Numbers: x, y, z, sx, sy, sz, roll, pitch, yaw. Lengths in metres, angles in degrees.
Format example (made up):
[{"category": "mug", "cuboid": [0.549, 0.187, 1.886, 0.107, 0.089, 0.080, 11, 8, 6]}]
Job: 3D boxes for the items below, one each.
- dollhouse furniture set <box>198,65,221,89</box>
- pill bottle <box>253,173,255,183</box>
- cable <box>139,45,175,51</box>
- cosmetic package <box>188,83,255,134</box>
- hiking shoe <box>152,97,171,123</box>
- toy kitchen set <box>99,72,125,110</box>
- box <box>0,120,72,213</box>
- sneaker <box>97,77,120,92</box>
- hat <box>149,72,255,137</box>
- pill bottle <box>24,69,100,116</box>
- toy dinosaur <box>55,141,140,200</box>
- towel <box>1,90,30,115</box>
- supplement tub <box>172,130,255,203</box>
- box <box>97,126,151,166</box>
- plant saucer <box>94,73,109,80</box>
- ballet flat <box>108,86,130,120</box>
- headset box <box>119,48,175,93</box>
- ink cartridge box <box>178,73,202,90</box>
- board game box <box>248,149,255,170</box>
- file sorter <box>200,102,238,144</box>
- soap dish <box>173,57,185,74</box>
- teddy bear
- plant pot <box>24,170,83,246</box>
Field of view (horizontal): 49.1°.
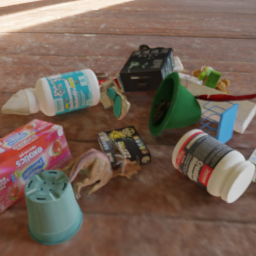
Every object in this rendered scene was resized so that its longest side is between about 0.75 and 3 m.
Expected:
[{"category": "dollhouse furniture set", "cuboid": [3.628, -2.392, 12.091, 0.925, 0.714, 1.851, 22, 36, 5]}, {"category": "pill bottle", "cuboid": [4.222, 1.521, 8.101, 1.019, 0.576, 0.576, 26, 43, 30]}, {"category": "cable", "cuboid": [1.492, -4.401, 16.540, 2.426, 0.611, 1.178, 17, 55, 41]}, {"category": "cosmetic package", "cuboid": [3.468, -0.822, 10.981, 2.631, 0.666, 1.086, 28, 66, 32]}, {"category": "hiking shoe", "cuboid": [1.116, -0.646, 10.352, 0.499, 0.376, 0.992, 38, 80, 4]}, {"category": "toy kitchen set", "cuboid": [-0.511, -1.519, 12.245, 1.633, 0.962, 1.308, -30, 42, -6]}, {"category": "box", "cuboid": [-3.136, 0.959, 8.133, 1.326, 1.270, 2.661, 13, 37, 35]}, {"category": "sneaker", "cuboid": [-1.016, -2.173, 13.197, 1.474, 0.577, 0.851, -28, 46, -34]}, {"category": "hat", "cuboid": [2.375, -0.505, 9.918, 2.539, 2.389, 2.884, 16, 4, -11]}, {"category": "pill bottle", "cuboid": [-2.646, -1.371, 11.273, 2.755, 1.526, 1.526, -17, 39, -21]}, {"category": "toy dinosaur", "cuboid": [-0.805, 1.018, 7.667, 1.719, 2.537, 1.089, -39, 66, 9]}, {"category": "towel", "cuboid": [-4.442, -1.130, 11.971, 1.193, 0.310, 1.800, 4, 36, 7]}, {"category": "supplement tub", "cuboid": [2.385, 1.053, 8.039, 1.386, 1.386, 1.975, -25, 43, -30]}, {"category": "box", "cuboid": [-0.173, 0.657, 9.415, 1.390, 0.423, 1.724, -14, 38, -12]}, {"category": "plant saucer", "cuboid": [-1.579, -2.537, 13.697, 1.283, 0.206, 1.283, 2, 19, -1]}, {"category": "ballet flat", "cuboid": [-0.306, -1.070, 11.587, 0.683, 0.808, 2.137, 12, 34, -25]}, {"category": "headset box", "cuboid": [0.837, -2.427, 11.876, 1.846, 0.984, 2.121, 0, 40, 23]}, {"category": "ink cartridge box", "cuboid": [2.614, -1.858, 12.482, 1.162, 0.840, 0.492, 23, 40, 27]}, {"category": "board game box", "cuboid": [4.432, 1.036, 9.069, 0.824, 0.217, 1.077, 26, 43, 31]}, {"category": "file sorter", "cuboid": [3.093, -0.194, 9.770, 0.978, 1.409, 0.864, -30, 43, -34]}, {"category": "soap dish", "cuboid": [1.638, -2.672, 13.463, 1.943, 0.789, 1.529, -11, 36, 3]}, {"category": "teddy bear", "cuboid": [3.798, -2.073, 12.832, 1.828, 0.842, 2.521, 9, 37, 8]}, {"category": "plant pot", "cuboid": [-1.888, 1.882, 6.933, 1.408, 1.379, 1.408, 1, 36, 0]}]
